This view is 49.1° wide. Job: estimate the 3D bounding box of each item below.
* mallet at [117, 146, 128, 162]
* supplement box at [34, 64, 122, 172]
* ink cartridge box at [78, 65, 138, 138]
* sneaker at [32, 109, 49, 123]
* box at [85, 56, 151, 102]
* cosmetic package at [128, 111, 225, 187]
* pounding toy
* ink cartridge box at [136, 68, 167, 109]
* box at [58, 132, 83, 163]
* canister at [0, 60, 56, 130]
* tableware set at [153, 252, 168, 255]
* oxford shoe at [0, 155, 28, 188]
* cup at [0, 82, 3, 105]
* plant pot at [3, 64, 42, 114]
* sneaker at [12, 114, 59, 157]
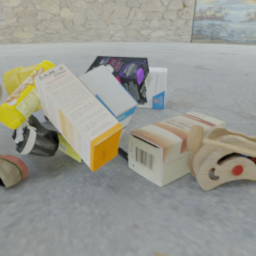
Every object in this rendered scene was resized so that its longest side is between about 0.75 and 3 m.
[{"bbox_3d":[-0.676,0.573,9.363,0.845,0.528,2.564,-10,28,-25],"label":"mallet"},{"bbox_3d":[-1.192,-0.237,6.708,0.829,1.421,2.254,-35,69,-25],"label":"supplement box"},{"bbox_3d":[-0.721,-0.445,7.603,0.826,1.972,1.431,-34,75,-30],"label":"ink cartridge box"},{"bbox_3d":[-2.851,-0.800,11.772,2.377,0.893,1.366,5,35,21],"label":"sneaker"},{"bbox_3d":[-0.286,-1.503,8.446,1.697,0.900,1.037,9,50,23],"label":"box"},{"bbox_3d":[1.495,0.499,8.438,2.802,1.222,1.448,-18,28,-37],"label":"cosmetic package"},{"bbox_3d":[2.581,0.993,7.098,2.790,1.595,1.601,15,19,-15],"label":"pounding toy"},{"bbox_3d":[0.574,-1.987,13.747,2.528,1.828,1.065,4,22,9],"label":"ink cartridge box"},{"bbox_3d":[-1.093,-0.016,9.430,1.017,0.677,2.702,29,42,17],"label":"box"},{"bbox_3d":[-2.705,-0.881,7.693,1.333,0.777,1.794,-20,32,53],"label":"canister"},{"bbox_3d":[0.916,2.643,4.417,1.539,0.308,1.018,5,34,28],"label":"tableware set"},{"bbox_3d":[-3.929,1.057,7.658,2.320,0.817,0.868,8,29,21],"label":"oxford shoe"},{"bbox_3d":[-6.804,-1.377,12.254,2.278,2.278,1.629,-16,-3,-34],"label":"cup"},{"bbox_3d":[-3.104,-1.475,9.547,1.527,1.623,1.623,-25,22,5],"label":"plant pot"},{"bbox_3d":[-2.701,0.255,8.324,1.216,0.893,2.687,23,5,-28],"label":"sneaker"}]
